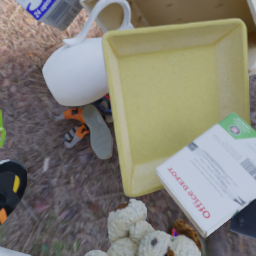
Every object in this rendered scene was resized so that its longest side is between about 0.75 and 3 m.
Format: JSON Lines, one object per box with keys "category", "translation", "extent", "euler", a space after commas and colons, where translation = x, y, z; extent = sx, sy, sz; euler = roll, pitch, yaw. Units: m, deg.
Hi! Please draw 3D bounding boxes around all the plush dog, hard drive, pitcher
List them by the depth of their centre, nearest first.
{"category": "plush dog", "translation": [0.314, 1.923, 3.913], "extent": [1.435, 1.671, 1.341], "euler": [-14, 108, 31]}
{"category": "hard drive", "translation": [2.692, 1.537, 5.048], "extent": [1.582, 0.335, 1.067], "euler": [-3, 71, 45]}
{"category": "pitcher", "translation": [-0.765, -1.573, 6.028], "extent": [2.228, 1.912, 1.351], "euler": [-25, 40, 1]}

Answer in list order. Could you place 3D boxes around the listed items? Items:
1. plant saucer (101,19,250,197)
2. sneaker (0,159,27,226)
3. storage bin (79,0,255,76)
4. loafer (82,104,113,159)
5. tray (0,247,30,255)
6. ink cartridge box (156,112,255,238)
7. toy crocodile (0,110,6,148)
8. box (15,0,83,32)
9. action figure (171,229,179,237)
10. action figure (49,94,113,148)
{"category": "plant saucer", "translation": [0.970, -0.444, 5.441], "extent": [2.903, 0.703, 2.904], "euler": [-13, 104, -20]}
{"category": "sneaker", "translation": [-2.269, 1.484, 4.308], "extent": [0.731, 0.941, 2.092], "euler": [40, 88, -27]}
{"category": "storage bin", "translation": [1.153, -2.422, 6.091], "extent": [2.959, 2.981, 1.397], "euler": [-3, 54, 42]}
{"category": "loafer", "translation": [-0.652, 0.094, 6.727], "extent": [0.537, 0.469, 1.492], "euler": [-33, 62, 16]}
{"category": "tray", "translation": [-2.808, 3.886, 6.900], "extent": [2.669, 0.296, 1.433], "euler": [13, 72, 5]}
{"category": "ink cartridge box", "translation": [1.500, 0.759, 4.635], "extent": [1.714, 0.723, 1.252], "euler": [-34, 60, -7]}
{"category": "toy crocodile", "translation": [-2.812, 0.118, 4.989], "extent": [0.723, 2.143, 0.662], "euler": [14, 104, 0]}
{"category": "box", "translation": [-2.110, -3.298, 6.362], "extent": [1.887, 1.736, 0.990], "euler": [43, 101, -5]}
{"category": "action figure", "translation": [1.288, 3.048, 6.994], "extent": [0.476, 0.722, 1.459], "euler": [9, 69, 3]}
{"category": "action figure", "translation": [-1.192, -0.488, 8.236], "extent": [2.054, 1.111, 2.123], "euler": [-26, 48, -16]}
